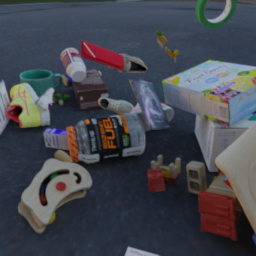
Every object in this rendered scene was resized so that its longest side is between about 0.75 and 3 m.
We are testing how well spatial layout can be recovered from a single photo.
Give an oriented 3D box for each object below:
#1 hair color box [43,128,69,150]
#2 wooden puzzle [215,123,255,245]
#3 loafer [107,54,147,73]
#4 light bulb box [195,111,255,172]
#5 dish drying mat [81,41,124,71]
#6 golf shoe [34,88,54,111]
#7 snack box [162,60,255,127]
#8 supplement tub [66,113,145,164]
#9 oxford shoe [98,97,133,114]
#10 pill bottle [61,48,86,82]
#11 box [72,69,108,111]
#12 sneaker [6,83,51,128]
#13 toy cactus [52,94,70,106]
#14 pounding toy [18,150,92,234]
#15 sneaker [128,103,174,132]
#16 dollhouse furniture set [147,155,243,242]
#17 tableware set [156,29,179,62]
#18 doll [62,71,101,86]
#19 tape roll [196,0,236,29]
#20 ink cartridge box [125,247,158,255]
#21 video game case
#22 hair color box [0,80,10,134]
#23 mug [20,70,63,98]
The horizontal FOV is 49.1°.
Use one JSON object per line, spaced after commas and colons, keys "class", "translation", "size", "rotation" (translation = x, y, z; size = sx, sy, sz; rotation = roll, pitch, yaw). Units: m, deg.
{"class": "hair color box", "translation": [-2.174, 0.377, 9.077], "size": [1.040, 0.569, 0.337], "rotation": [7, 31, 10]}
{"class": "wooden puzzle", "translation": [3.135, 1.439, 5.968], "size": [2.722, 2.938, 0.680], "rotation": [-28, -3, -39]}
{"class": "loafer", "translation": [0.021, -2.266, 10.093], "size": [1.740, 0.626, 0.547], "rotation": [-11, 44, -46]}
{"class": "light bulb box", "translation": [3.444, 0.067, 8.585], "size": [2.350, 1.479, 2.371], "rotation": [-1, 27, 3]}
{"class": "dish drying mat", "translation": [-0.678, -1.979, 7.712], "size": [1.318, 0.120, 0.506], "rotation": [11, 64, -33]}
{"class": "golf shoe", "translation": [-2.897, -1.015, 10.023], "size": [0.420, 0.510, 1.114], "rotation": [-35, 20, 36]}
{"class": "snack box", "translation": [2.670, -1.174, 8.363], "size": [2.184, 0.876, 2.590], "rotation": [-27, 30, -25]}
{"class": "supplement tub", "translation": [-0.687, 0.336, 8.395], "size": [2.169, 1.329, 1.329], "rotation": [-10, 32, -15]}
{"class": "oxford shoe", "translation": [-0.368, -0.615, 7.846], "size": [1.021, 0.384, 0.295], "rotation": [15, 10, 5]}
{"class": "pill bottle", "translation": [-2.236, -2.578, 11.583], "size": [0.802, 0.802, 1.419], "rotation": [-12, 54, -20]}
{"class": "box", "translation": [-1.724, -1.742, 12.350], "size": [1.271, 0.951, 2.538], "rotation": [-7, 30, -13]}
{"class": "sneaker", "translation": [-4.067, -0.858, 10.621], "size": [1.286, 1.113, 2.849], "rotation": [-22, 37, -31]}
{"class": "toy cactus", "translation": [-2.905, -1.180, 12.026], "size": [0.810, 0.414, 0.668], "rotation": [-4, 49, -12]}
{"class": "pounding toy", "translation": [-1.756, 1.614, 7.002], "size": [1.249, 1.254, 2.185], "rotation": [30, 43, -4]}
{"class": "sneaker", "translation": [0.455, -0.519, 10.278], "size": [2.342, 0.882, 1.224], "rotation": [-14, 37, -35]}
{"class": "dollhouse furniture set", "translation": [1.519, 1.533, 6.727], "size": [2.487, 1.011, 1.338], "rotation": [6, 23, 37]}
{"class": "tableware set", "translation": [1.487, -3.120, 10.535], "size": [0.194, 0.853, 1.267], "rotation": [-34, 67, -2]}
{"class": "doll", "translation": [-2.329, -2.637, 14.292], "size": [2.003, 0.485, 1.367], "rotation": [-15, 34, -23]}
{"class": "tape roll", "translation": [2.284, -3.140, 7.289], "size": [1.026, 1.026, 0.247], "rotation": [-7, 38, -11]}
{"class": "ink cartridge box", "translation": [0.167, 2.775, 5.160], "size": [0.686, 0.394, 0.946], "rotation": [10, 32, 16]}
{"class": "video game case", "translation": [0.680, -0.680, 8.410], "size": [0.156, 1.648, 1.177], "rotation": [-28, -15, 32]}
{"class": "hair color box", "translation": [-4.907, -0.394, 9.489], "size": [0.884, 1.461, 2.921], "rotation": [-4, 31, -1]}
{"class": "mug", "translation": [-3.875, -1.865, 12.425], "size": [1.667, 1.031, 1.370], "rotation": [7, 30, 8]}
